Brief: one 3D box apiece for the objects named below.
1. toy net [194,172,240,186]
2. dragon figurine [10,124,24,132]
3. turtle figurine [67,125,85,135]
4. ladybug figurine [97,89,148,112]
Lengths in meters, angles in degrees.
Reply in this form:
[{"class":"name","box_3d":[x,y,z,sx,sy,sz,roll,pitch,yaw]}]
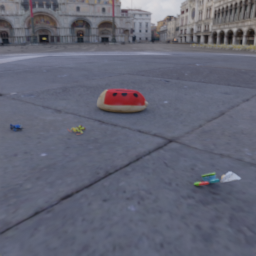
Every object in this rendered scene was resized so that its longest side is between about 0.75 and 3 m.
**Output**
[{"class":"toy net","box_3d":[2.341,1.327,7.431,0.708,0.261,1.349,-4,-12,-25]},{"class":"dragon figurine","box_3d":[-4.762,-0.002,11.947,0.409,0.242,0.822,-18,26,-40]},{"class":"turtle figurine","box_3d":[-2.135,0.043,11.786,0.763,0.246,0.615,14,23,28]},{"class":"ladybug figurine","box_3d":[-0.314,-1.486,14.885,2.776,0.999,1.885,4,21,11]}]
